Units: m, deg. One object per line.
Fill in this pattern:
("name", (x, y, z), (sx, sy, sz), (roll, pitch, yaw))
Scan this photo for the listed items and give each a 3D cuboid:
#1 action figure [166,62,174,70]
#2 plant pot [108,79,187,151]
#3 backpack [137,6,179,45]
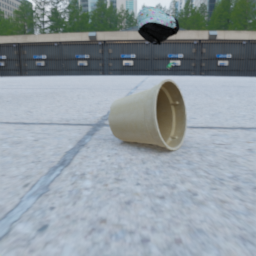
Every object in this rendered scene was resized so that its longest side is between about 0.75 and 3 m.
("action figure", (2.029, -2.985, 13.477), (0.522, 0.242, 0.884), (-38, 2, 25))
("plant pot", (0.470, -0.301, 7.764), (1.707, 1.864, 1.864), (-4, 9, 35))
("backpack", (0.599, -2.288, 6.237), (0.898, 0.568, 0.749), (5, -21, -38))
